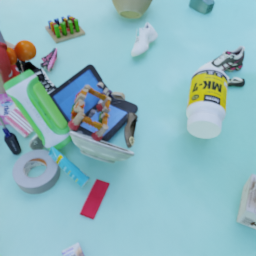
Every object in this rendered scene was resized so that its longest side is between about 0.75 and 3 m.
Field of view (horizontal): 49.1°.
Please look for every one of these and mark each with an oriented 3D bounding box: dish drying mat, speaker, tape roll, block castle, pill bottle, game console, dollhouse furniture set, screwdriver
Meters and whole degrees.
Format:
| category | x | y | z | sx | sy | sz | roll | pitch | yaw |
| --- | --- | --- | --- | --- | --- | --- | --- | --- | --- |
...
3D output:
| category | x | y | z | sx | sy | sz | roll | pitch | yaw |
| --- | --- | --- | --- | --- | --- | --- | --- | --- | --- |
| dish drying mat | -0.914 | 1.951 | 7.732 | 0.432 | 0.102 | 1.125 | 16 | 51 | 12 |
| speaker | -2.534 | -0.463 | 8.100 | 1.017 | 2.299 | 1.017 | -27 | 18 | 10 |
| tape roll | -2.633 | 1.256 | 8.093 | 1.273 | 0.421 | 1.273 | 0 | 50 | 0 |
| block castle | -1.178 | -0.440 | 8.588 | 1.112 | 0.781 | 1.664 | 27 | 38 | -22 |
| pill bottle | 2.384 | -0.752 | 8.495 | 1.142 | 1.142 | 1.998 | 10 | 58 | 8 |
| game console | -1.123 | -0.736 | 9.105 | 1.997 | 1.384 | 2.339 | 25 | 55 | 29 |
| dollhouse furniture set | -0.665 | -1.015 | 9.363 | 0.950 | 0.753 | 0.674 | 15 | 66 | 45 |
| screwdriver | -3.611 | -0.149 | 7.921 | 0.368 | 2.531 | 0.353 | -8 | 42 | 4 |

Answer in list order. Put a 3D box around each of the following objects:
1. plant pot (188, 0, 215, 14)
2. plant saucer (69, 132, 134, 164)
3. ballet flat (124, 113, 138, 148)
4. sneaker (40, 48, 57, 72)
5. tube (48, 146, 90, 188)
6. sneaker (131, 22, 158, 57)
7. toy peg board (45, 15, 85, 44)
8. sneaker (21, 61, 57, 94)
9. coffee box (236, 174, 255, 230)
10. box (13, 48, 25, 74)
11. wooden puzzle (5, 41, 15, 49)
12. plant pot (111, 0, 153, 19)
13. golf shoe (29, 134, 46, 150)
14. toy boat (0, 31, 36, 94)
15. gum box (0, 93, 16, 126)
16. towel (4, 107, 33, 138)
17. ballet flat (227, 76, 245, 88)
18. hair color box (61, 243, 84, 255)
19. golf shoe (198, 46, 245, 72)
| category | x | y | z | sx | sy | sz | roll | pitch | yaw |
| --- | --- | --- | --- | --- | --- | --- | --- | --- | --- |
| plant pot | 3.821 | -6.388 | 14.302 | 0.786 | 0.786 | 1.112 | -27 | 62 | -20 |
| plant saucer | -0.758 | 0.596 | 7.588 | 1.847 | 1.847 | 0.463 | 18 | 88 | 14 |
| ballet flat | 0.113 | 0.038 | 8.476 | 0.331 | 0.482 | 1.430 | -9 | 39 | 14 |
| sneaker | -3.223 | -2.834 | 11.366 | 0.558 | 0.462 | 1.171 | 14 | 59 | -3 |
| tube | -1.676 | 1.076 | 7.800 | 1.372 | 0.531 | 0.346 | 41 | 44 | 4 |
| sneaker | 0.538 | -3.775 | 11.885 | 0.730 | 0.858 | 1.940 | -6 | 39 | 40 |
| toy peg board | -2.972 | -4.752 | 12.934 | 1.462 | 0.715 | 1.456 | -24 | 54 | -19 |
| sneaker | -3.174 | -1.585 | 10.112 | 2.266 | 0.993 | 0.857 | 36 | 57 | 24 |
| coffee box | 3.973 | 2.146 | 7.094 | 2.036 | 0.812 | 1.164 | 18 | 52 | 15 |
| box | -4.333 | -2.648 | 11.157 | 0.387 | 0.735 | 0.898 | -23 | 54 | -19 |
| wooden puzzle | -5.492 | -3.057 | 11.447 | 1.679 | 0.338 | 1.814 | 24 | 49 | -13 |
| plant pot | 0.164 | -6.182 | 13.376 | 2.336 | 2.336 | 1.568 | 5 | 92 | 4 |
| golf shoe | -2.691 | 0.179 | 9.012 | 0.697 | 0.561 | 1.434 | 19 | 45 | 31 |
| toy boat | -4.067 | -2.447 | 9.584 | 1.869 | 2.859 | 1.866 | -23 | 82 | -21 |
| gum box | -4.103 | -0.714 | 9.711 | 0.722 | 0.421 | 1.273 | -11 | 48 | -11 |
| towel | -3.292 | -0.411 | 9.301 | 0.942 | 0.193 | 1.288 | 43 | 64 | -4 |
| ballet flat | 3.867 | -1.773 | 10.648 | 1.157 | 0.396 | 0.393 | -1 | 52 | 0 |
| hair color box | -1.203 | 3.201 | 6.575 | 0.456 | 0.270 | 0.834 | -23 | 55 | -19 |
| golf shoe | 3.595 | -2.552 | 10.955 | 2.191 | 0.965 | 0.846 | -24 | 55 | -17 |
